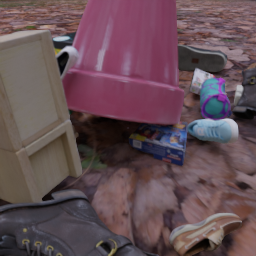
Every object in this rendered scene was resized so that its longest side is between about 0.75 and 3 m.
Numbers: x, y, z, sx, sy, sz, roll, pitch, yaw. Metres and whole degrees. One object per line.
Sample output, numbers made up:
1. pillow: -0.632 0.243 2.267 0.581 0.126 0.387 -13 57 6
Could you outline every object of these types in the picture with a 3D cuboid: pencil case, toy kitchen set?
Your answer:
1. pencil case: 2.344 -0.821 7.606 0.732 0.795 1.719 35 28 -5
2. toy kitchen set: -2.168 -0.457 5.278 2.880 2.598 2.349 9 31 29

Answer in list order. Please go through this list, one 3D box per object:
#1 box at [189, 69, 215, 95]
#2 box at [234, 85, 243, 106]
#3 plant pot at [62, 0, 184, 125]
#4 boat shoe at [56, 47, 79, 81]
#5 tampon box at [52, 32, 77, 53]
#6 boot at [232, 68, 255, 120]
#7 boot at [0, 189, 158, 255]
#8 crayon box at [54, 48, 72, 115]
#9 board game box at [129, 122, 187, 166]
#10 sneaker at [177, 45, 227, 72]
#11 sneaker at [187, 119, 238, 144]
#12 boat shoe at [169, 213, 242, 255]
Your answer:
1. box: 2.453 -1.477 9.206 0.728 0.230 1.322 22 38 5
2. box: 3.561 -1.006 8.754 0.401 0.334 0.976 10 31 17
3. plant pot: -0.075 -1.657 6.499 2.992 2.678 2.992 9 7 -1
4. boat shoe: -1.433 -1.025 5.297 0.459 1.248 0.408 38 23 -3
5. tampon box: -1.278 -2.602 10.274 1.934 1.629 2.580 12 31 20
6. boot: 3.647 -0.964 7.337 1.762 1.534 0.610 13 -15 45
7. boot: -0.883 1.692 3.498 2.254 0.780 1.962 -19 34 -34
8. crayon box: -2.164 -1.350 7.838 0.631 1.287 2.167 -26 41 14
9. board game box: 0.862 0.223 6.498 1.271 0.392 1.271 14 32 24
10. sneaker: 2.840 -2.930 11.773 2.554 0.955 1.357 18 26 19
11. sneaker: 1.837 0.101 6.324 0.632 0.570 1.542 -11 3 -13
12. boat shoe: 1.180 1.595 4.092 1.127 0.427 0.405 -16 36 -9
